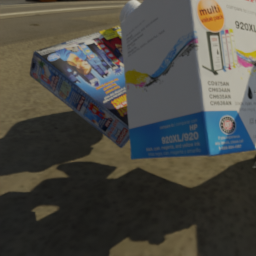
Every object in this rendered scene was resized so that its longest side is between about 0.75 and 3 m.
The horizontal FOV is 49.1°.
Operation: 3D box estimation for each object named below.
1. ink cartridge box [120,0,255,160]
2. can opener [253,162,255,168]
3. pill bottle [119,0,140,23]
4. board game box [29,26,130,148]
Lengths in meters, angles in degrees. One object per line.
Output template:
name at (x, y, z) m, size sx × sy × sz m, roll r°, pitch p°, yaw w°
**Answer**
ink cartridge box at (1.131, -0.811, 4.534) m, size 1.820 × 2.473 × 1.788 m, roll -2°, pitch -6°, yaw -31°
can opener at (3.721, 0.840, 7.652) m, size 0.369 × 0.294 × 1.102 m, roll 48°, pitch 46°, yaw 10°
pill bottle at (0.760, -3.022, 8.710) m, size 2.163 × 1.181 × 1.181 m, roll 43°, pitch 46°, yaw 17°
board game box at (-0.381, -0.930, 6.304) m, size 2.506 × 0.773 × 2.504 m, roll -32°, pitch 78°, yaw -38°
